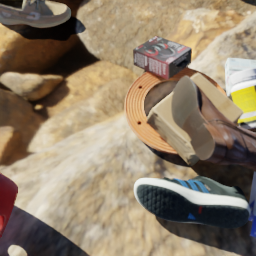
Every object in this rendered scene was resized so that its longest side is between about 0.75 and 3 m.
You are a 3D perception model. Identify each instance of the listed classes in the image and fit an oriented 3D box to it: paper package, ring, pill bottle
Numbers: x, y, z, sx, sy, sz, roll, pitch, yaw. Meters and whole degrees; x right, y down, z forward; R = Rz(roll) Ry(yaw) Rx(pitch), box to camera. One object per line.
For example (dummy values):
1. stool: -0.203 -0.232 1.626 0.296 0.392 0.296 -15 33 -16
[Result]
1. paper package: 1.644 -0.225 7.028 1.716 0.888 1.636 -39 75 -19
2. ring: 1.384 -0.564 7.952 2.973 0.285 2.973 0 60 -1
3. pill bottle: 3.231 -0.755 7.416 0.854 0.854 1.495 -13 87 -7

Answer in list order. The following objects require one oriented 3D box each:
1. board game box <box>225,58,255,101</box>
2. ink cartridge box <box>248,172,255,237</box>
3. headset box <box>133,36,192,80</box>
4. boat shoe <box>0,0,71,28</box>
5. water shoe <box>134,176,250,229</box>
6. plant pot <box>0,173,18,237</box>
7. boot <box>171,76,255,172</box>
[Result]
1. board game box: 3.443 -1.427 8.349 0.977 0.426 1.324 7 59 5
2. ink cartridge box: 3.820 1.509 6.579 1.654 0.582 2.772 17 59 12
3. headset box: 1.077 -2.101 8.367 1.518 0.569 1.128 32 55 33
4. boat shoe: -3.318 -4.099 9.624 2.621 0.851 0.946 2 60 1
5. water shoe: 1.419 1.598 6.479 2.562 0.916 1.011 13 25 8
6. plant pot: -3.874 1.938 5.012 2.942 2.942 2.679 10 65 6
7. boot: 2.401 0.065 6.360 2.679 0.861 2.497 15 43 -25
